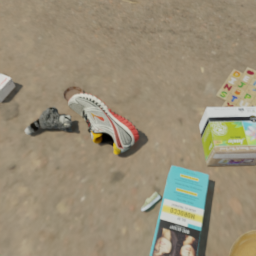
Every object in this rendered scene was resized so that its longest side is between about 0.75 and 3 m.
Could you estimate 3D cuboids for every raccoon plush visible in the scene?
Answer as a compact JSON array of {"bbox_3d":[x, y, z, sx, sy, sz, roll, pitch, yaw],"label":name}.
[{"bbox_3d":[-2.697,0.012,9.910,1.561,0.755,1.046,-43,78,4],"label":"raccoon plush"}]

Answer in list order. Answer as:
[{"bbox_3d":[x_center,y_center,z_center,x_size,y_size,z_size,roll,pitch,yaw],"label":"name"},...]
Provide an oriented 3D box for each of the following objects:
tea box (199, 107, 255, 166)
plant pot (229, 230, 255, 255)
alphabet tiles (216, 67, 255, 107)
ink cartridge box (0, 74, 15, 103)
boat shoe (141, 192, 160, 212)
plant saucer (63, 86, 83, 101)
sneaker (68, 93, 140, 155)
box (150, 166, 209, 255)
[{"bbox_3d":[3.435,0.288,9.281,1.728,1.154,1.700,-2,60,-2],"label":"tea box"},{"bbox_3d":[3.783,3.930,7.572,2.217,0.305,2.217,0,59,0],"label":"plant pot"},{"bbox_3d":[4.740,-1.325,10.902,2.094,0.080,2.516,31,63,18],"label":"alphabet tiles"},{"bbox_3d":[-5.240,-1.658,10.829,1.305,0.548,0.950,22,61,13],"label":"ink cartridge box"},{"bbox_3d":[0.657,2.266,8.592,0.758,0.273,0.235,-32,79,-28],"label":"boat shoe"},{"bbox_3d":[-2.113,-1.271,10.843,0.775,0.134,0.775,0,59,1],"label":"plant saucer"},{"bbox_3d":[-1.033,-0.183,9.608,2.858,1.113,1.174,34,65,19],"label":"sneaker"},{"bbox_3d":[1.485,2.641,8.109,1.199,0.716,2.915,14,60,8],"label":"box"}]
